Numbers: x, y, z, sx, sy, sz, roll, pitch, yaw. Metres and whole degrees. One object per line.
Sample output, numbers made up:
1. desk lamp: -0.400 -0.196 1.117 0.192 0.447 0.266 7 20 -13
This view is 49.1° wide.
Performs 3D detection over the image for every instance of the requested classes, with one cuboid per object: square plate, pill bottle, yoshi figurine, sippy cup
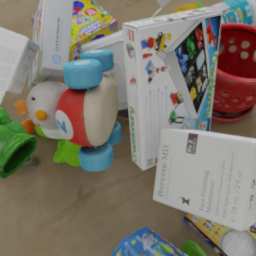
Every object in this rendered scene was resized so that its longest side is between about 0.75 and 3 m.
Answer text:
1. square plate: -0.317 -1.351 6.947 1.881 1.899 0.270 -7 13 37
2. pill bottle: 3.489 -3.921 10.406 2.434 1.348 1.348 -26 62 -14
3. yoshi figurine: -1.918 0.217 7.933 2.624 1.475 1.469 25 77 12
4. sippy cup: 0.582 3.167 5.771 1.841 2.513 1.973 35 87 39

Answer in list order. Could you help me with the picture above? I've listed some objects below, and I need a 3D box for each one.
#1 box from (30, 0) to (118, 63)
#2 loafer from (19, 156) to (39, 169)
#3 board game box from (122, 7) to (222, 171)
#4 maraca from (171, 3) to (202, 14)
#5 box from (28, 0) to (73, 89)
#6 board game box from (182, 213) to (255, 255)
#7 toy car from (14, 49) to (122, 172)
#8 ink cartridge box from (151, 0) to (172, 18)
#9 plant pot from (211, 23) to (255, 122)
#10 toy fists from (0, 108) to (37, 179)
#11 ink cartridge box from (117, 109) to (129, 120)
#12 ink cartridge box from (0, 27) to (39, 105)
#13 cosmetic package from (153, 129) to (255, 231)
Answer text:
1. box: -1.850 -3.404 10.084 2.207 1.347 2.126 -36 66 -20
2. loafer: -3.224 0.937 7.945 1.275 0.444 0.479 -8 59 -5
3. board game box: 0.908 -0.704 5.678 1.884 2.984 0.516 -20 35 -23
4. maraca: 1.324 -2.073 6.737 1.168 1.498 2.184 20 56 -8
5. box: -1.893 -2.083 6.638 0.546 2.651 2.066 5 87 -26
6. board game box: 2.988 2.039 7.255 2.692 0.466 1.824 -39 66 -21
7. toy car: -1.388 -0.386 5.754 2.214 2.040 1.958 -2 25 10
8. ink cartridge box: 1.476 -4.368 7.472 0.962 2.837 1.633 45 58 -13
9. plant pot: 3.065 -1.560 8.448 2.407 2.192 2.407 0 59 0
10. toy fists: -2.302 0.421 3.833 1.088 0.734 2.135 28 40 8
11. ink cartridge box: 0.539 -1.590 9.133 2.335 1.064 2.834 18 61 9
12. ink cartridge box: -3.169 -1.110 5.418 2.328 0.507 2.020 23 91 8
13. cosmetic package: 1.515 0.769 4.948 1.629 1.344 1.343 8 93 40
